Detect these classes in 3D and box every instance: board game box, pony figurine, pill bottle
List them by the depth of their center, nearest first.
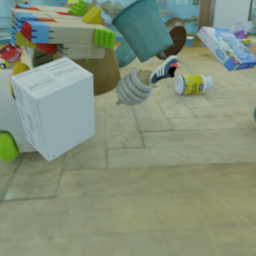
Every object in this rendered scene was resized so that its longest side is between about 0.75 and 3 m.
[{"bbox_3d":[2.502,-1.979,6.984,1.266,0.275,1.260,-15,63,-41],"label":"board game box"},{"bbox_3d":[3.376,-2.817,9.119,1.460,1.260,1.513,2,28,-2],"label":"pony figurine"},{"bbox_3d":[3.239,-2.146,13.813,1.675,0.938,0.938,-5,24,-11],"label":"pill bottle"}]

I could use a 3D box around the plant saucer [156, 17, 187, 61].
[{"bbox_3d":[1.842,-3.599,11.576,1.826,1.826,0.334,-18,43,-35],"label":"plant saucer"}]

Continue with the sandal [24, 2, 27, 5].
[{"bbox_3d":[-2.946,-3.089,7.905,0.220,0.917,0.345,17,-5,-21],"label":"sandal"}]

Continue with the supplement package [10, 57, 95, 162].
[{"bbox_3d":[-1.474,-0.389,5.856,1.286,1.651,0.915,-32,54,-33],"label":"supplement package"}]

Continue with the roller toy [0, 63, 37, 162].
[{"bbox_3d":[-3.019,-0.522,8.157,1.824,2.611,2.381,-3,11,-8],"label":"roller toy"}]

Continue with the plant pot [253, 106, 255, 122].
[{"bbox_3d":[5.128,-0.469,9.822,1.209,1.209,1.136,-13,13,-27],"label":"plant pot"}]

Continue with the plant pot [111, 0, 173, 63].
[{"bbox_3d":[0.495,-2.801,8.206,1.483,1.452,1.483,-29,7,4],"label":"plant pot"}]

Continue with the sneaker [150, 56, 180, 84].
[{"bbox_3d":[0.858,-1.248,6.542,0.339,0.906,0.383,-9,65,-40],"label":"sneaker"}]

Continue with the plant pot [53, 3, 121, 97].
[{"bbox_3d":[-1.527,-2.801,9.708,2.470,2.650,2.470,-1,37,1],"label":"plant pot"}]

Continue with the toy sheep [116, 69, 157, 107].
[{"bbox_3d":[0.163,-1.034,7.536,0.984,1.427,0.984,29,35,-23],"label":"toy sheep"}]

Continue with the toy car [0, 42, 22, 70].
[{"bbox_3d":[-3.256,-2.581,9.032,2.007,0.476,2.133,-45,15,-18],"label":"toy car"}]

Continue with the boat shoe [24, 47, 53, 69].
[{"bbox_3d":[-3.655,-3.340,11.286,1.073,2.872,0.982,-24,44,-29],"label":"boat shoe"}]

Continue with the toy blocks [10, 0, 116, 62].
[{"bbox_3d":[-1.933,-2.414,6.896,1.972,1.442,2.885,-11,37,-34],"label":"toy blocks"}]

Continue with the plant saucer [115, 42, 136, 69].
[{"bbox_3d":[-0.152,-2.990,11.147,1.429,0.257,1.429,-22,46,25],"label":"plant saucer"}]

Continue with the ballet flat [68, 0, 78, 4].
[{"bbox_3d":[-2.299,-4.803,12.125,0.656,1.962,0.658,1,26,-27],"label":"ballet flat"}]
